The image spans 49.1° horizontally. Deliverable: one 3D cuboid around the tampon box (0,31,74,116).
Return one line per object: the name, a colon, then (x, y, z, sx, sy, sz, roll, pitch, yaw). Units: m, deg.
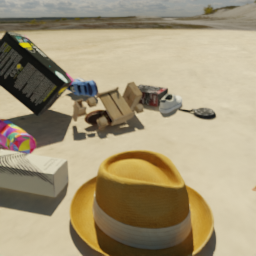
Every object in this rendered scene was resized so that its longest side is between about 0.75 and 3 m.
tampon box: (-3.443, -1.911, 9.940, 2.461, 1.554, 1.845, 41, 10, -11)

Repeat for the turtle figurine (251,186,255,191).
turtle figurine: (3.165, 1.402, 5.972, 0.901, 0.290, 0.727, 8, 16, 38)

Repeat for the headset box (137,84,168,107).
headset box: (0.933, -1.385, 11.857, 1.483, 0.573, 1.104, 13, 27, 25)

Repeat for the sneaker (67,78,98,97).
sneaker: (-2.074, -1.771, 12.604, 0.825, 0.742, 2.006, -22, 25, -36)

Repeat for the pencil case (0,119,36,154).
pencil case: (-3.314, 0.282, 7.961, 0.760, 0.760, 1.720, -20, 30, -37)

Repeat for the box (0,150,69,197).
box: (-2.328, 1.012, 6.404, 1.801, 0.616, 0.740, 6, 23, 12)

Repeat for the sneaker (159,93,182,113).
sneaker: (1.758, -1.090, 11.178, 0.603, 0.585, 1.652, 12, 27, 25)

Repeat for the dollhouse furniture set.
dollhouse furniture set: (-0.627, -0.564, 9.803, 2.387, 1.057, 1.237, -22, 68, -28)

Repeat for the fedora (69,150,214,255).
fedora: (0.245, 1.204, 5.355, 2.839, 1.158, 2.839, 1, 25, 0)

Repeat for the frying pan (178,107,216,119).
frying pan: (2.702, -0.658, 10.672, 0.841, 0.226, 1.391, -20, 34, -30)

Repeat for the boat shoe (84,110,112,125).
boat shoe: (-0.753, -0.374, 9.655, 1.474, 0.519, 0.518, -14, 24, -28)
